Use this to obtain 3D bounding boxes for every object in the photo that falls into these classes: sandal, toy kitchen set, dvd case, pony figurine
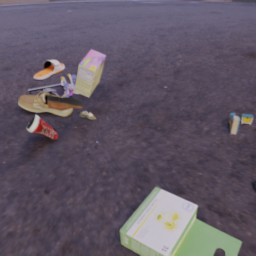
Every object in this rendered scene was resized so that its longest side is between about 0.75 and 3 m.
[{"bbox_3d":[-4.598,-3.541,16.412,0.957,0.716,2.499,11,34,18],"label":"sandal"},{"bbox_3d":[4.595,-0.285,11.232,0.924,0.679,1.153,7,33,10],"label":"toy kitchen set"},{"bbox_3d":[-3.766,-1.523,13.661,1.892,0.203,2.545,-15,36,-20],"label":"dvd case"},{"bbox_3d":[-2.306,-1.688,11.494,0.944,0.978,0.814,-8,-8,-7],"label":"pony figurine"}]

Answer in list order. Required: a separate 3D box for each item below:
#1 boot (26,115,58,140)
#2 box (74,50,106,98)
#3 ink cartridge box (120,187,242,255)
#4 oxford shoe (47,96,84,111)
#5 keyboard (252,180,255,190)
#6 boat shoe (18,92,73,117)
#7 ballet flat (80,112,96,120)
[{"bbox_3d":[-2.966,0.076,9.949,0.567,1.130,1.567,-52,17,-2],"label":"boot"},{"bbox_3d":[-1.476,-2.089,10.801,0.646,1.337,1.176,24,46,-1],"label":"box"},{"bbox_3d":[1.299,2.600,6.745,2.470,0.592,1.797,18,36,29],"label":"ink cartridge box"},{"bbox_3d":[-1.779,-0.649,7.995,1.025,0.365,0.366,7,35,-10],"label":"oxford shoe"},{"bbox_3d":[4.474,1.658,8.523,1.341,0.266,0.698,0,32,-2],"label":"keyboard"},{"bbox_3d":[-3.612,-1.170,12.208,2.437,0.809,0.902,8,46,1],"label":"boat shoe"},{"bbox_3d":[-1.745,-0.547,12.012,0.785,0.295,0.266,14,31,21],"label":"ballet flat"}]
